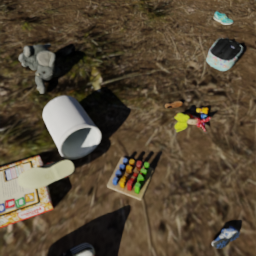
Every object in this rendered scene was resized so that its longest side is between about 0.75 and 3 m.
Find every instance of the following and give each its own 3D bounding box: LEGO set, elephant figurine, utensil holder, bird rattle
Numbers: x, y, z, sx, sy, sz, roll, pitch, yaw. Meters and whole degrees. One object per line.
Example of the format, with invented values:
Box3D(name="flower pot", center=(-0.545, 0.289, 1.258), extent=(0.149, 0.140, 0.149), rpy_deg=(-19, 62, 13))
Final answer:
Box3D(name="LEGO set", center=(3.273, -0.600, 12.591), extent=(0.472, 0.438, 1.150), rpy_deg=(13, 51, 12))
Box3D(name="elephant figurine", center=(-4.170, -3.037, 14.074), extent=(2.334, 1.811, 1.652), rpy_deg=(41, 18, 16))
Box3D(name="utensil holder", center=(-2.343, -0.054, 11.332), extent=(1.755, 1.755, 2.065), rpy_deg=(-26, 54, -19))
Box3D(name="bird rattle", center=(2.686, -0.373, 12.075), extent=(1.518, 0.855, 1.238), rpy_deg=(-6, 20, -8))

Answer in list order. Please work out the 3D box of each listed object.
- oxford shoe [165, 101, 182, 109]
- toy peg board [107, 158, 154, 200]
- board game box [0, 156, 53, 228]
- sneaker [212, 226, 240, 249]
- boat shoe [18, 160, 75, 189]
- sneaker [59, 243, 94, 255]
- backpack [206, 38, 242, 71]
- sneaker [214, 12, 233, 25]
Box3D(name="oxford shoe", center=(2.127, -1.019, 12.984), extent=(0.805, 0.287, 0.287), rpy_deg=(-13, 29, 0))
Box3D(name="toy peg board", center=(0.105, 1.749, 10.546), extent=(1.388, 0.682, 1.394), rpy_deg=(19, 53, 14))
Box3D(name="board game box", center=(-4.311, 2.376, 10.062), extent=(2.749, 0.637, 2.082), rpy_deg=(-17, 53, -13))
Box3D(name="sneaker", center=(3.189, 3.637, 9.295), extent=(1.013, 0.384, 0.390), rpy_deg=(-22, 30, -15))
Box3D(name="boat shoe", center=(-2.862, 1.651, 9.964), extent=(2.014, 0.631, 0.737), rpy_deg=(-17, 86, -5))
Box3D(name="sneaker", center=(-2.025, 4.563, 7.778), extent=(2.775, 1.050, 1.603), rpy_deg=(-20, 90, -18))
Box3D(name="backpack", center=(4.901, -3.722, 14.544), extent=(1.485, 1.259, 1.672), rpy_deg=(32, 54, 18))
Box3D(name="sneaker", center=(5.965, -6.864, 17.560), extent=(1.290, 0.514, 0.500), rpy_deg=(35, 59, 24))
